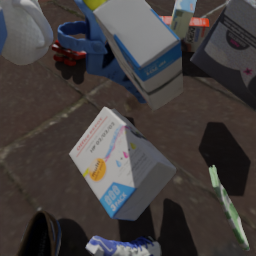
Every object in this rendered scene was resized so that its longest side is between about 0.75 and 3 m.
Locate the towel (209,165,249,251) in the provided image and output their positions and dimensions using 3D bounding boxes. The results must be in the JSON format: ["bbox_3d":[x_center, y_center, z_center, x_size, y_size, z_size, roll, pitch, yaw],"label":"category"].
[{"bbox_3d":[1.691,1.318,4.737,0.143,1.220,0.931,-23,8,16],"label":"towel"}]

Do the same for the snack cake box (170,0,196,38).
[{"bbox_3d":[1.613,-3.508,8.089,0.523,0.896,1.558,14,61,3],"label":"snack cake box"}]

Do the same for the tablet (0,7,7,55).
[{"bbox_3d":[-2.094,-1.420,4.466,0.061,0.579,0.889,6,57,-9],"label":"tablet"}]

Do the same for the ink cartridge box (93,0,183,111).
[{"bbox_3d":[0.264,-1.191,4.639,0.736,1.714,1.255,-35,70,0],"label":"ink cartridge box"}]

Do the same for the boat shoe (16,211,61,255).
[{"bbox_3d":[-1.787,2.789,5.143,0.936,0.938,2.591,-5,49,-5],"label":"boat shoe"}]

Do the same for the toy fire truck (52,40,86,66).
[{"bbox_3d":[-2.131,-2.820,10.372,1.229,0.689,1.032,24,29,19],"label":"toy fire truck"}]

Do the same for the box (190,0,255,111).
[{"bbox_3d":[2.089,-1.019,3.909,1.884,1.245,1.081,40,57,7],"label":"box"}]

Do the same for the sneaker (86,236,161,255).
[{"bbox_3d":[0.042,1.721,3.856,1.196,0.483,0.691,43,67,-17],"label":"sneaker"}]

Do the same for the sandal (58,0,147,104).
[{"bbox_3d":[-0.403,-1.569,6.061,1.290,2.964,1.178,-32,37,12],"label":"sandal"}]

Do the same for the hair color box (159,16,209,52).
[{"bbox_3d":[1.950,-3.542,10.622,1.986,1.101,0.635,5,49,6],"label":"hair color box"}]

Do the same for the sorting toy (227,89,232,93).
[{"bbox_3d":[3.228,-1.934,5.777,2.102,2.844,0.419,10,9,-18],"label":"sorting toy"}]

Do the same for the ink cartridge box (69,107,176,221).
[{"bbox_3d":[-0.250,0.439,4.649,1.083,0.638,1.881,-52,50,9],"label":"ink cartridge box"}]

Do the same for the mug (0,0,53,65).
[{"bbox_3d":[-2.312,-2.212,5.916,1.861,1.632,1.374,18,56,36],"label":"mug"}]
